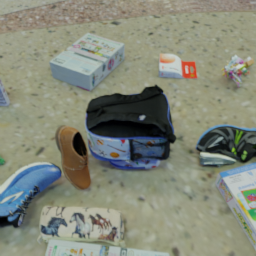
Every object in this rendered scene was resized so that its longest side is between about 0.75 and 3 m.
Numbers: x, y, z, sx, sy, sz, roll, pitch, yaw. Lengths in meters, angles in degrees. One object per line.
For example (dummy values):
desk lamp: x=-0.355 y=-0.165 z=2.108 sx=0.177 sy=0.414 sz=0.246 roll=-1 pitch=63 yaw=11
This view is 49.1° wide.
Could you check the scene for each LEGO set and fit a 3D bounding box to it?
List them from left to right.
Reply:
LEGO set: x=4.894 y=-2.401 z=12.161 sx=2.542 sy=1.169 sz=0.946 roll=-13 pitch=58 yaw=-51

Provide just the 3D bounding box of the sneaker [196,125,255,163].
sneaker: x=3.601 y=0.554 z=9.255 sx=2.677 sy=0.949 sz=1.109 roll=1 pitch=39 yaw=-3

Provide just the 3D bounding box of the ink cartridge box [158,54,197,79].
ink cartridge box: x=2.281 y=-2.852 z=12.900 sx=1.737 sy=0.435 sz=1.409 roll=2 pitch=47 yaw=5

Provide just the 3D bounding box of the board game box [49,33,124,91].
board game box: x=-1.776 y=-3.086 z=12.776 sx=2.142 sy=0.933 sz=2.903 roll=23 pitch=52 yaw=20

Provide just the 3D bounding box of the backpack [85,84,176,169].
backpack: x=-0.029 y=0.003 z=8.992 sx=2.668 sy=2.158 sz=2.801 roll=4 pitch=36 yaw=-3

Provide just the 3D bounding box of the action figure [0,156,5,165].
action figure: x=-4.925 y=0.894 z=9.272 sx=1.780 sy=0.487 sz=1.051 roll=16 pitch=47 yaw=5

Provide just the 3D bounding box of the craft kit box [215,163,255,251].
craft kit box: x=4.504 y=2.217 z=7.904 sx=2.947 sy=0.715 sz=2.911 roll=-12 pitch=45 yaw=-11

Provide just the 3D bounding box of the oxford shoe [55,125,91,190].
oxford shoe: x=-1.409 y=0.955 z=7.909 sx=0.756 sy=2.121 sz=0.756 roll=9 pitch=35 yaw=37

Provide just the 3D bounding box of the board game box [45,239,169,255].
board game box: x=-0.595 y=3.822 z=6.169 sx=2.894 sy=0.930 sz=2.135 roll=6 pitch=46 yaw=4

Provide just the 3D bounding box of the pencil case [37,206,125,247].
pencil case: x=-1.165 y=2.607 z=7.350 sx=2.250 sy=0.875 sz=1.006 roll=2 pitch=51 yaw=2

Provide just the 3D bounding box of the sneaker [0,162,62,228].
sneaker: x=-3.031 y=2.070 z=7.778 sx=2.847 sy=1.118 sz=1.269 roll=-35 pitch=59 yaw=-17

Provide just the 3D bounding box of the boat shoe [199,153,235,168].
boat shoe: x=2.906 y=1.085 z=9.168 sx=1.241 sy=0.383 sz=0.452 roll=9 pitch=6 yaw=-11

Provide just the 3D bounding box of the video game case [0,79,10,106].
video game case: x=-6.076 y=-1.783 z=10.547 sx=2.561 sy=2.334 sz=0.294 roll=1 pitch=46 yaw=1
